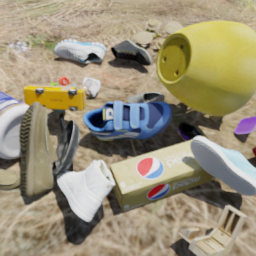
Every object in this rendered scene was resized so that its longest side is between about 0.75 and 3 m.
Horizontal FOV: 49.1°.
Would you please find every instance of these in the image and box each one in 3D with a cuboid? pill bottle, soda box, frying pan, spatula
[{"bbox_3d":[-4.326,-0.364,8.768,2.956,1.710,1.710,25,50,23],"label":"pill bottle"},{"bbox_3d":[1.038,1.230,7.715,2.929,0.938,0.992,-16,46,-14],"label":"soda box"},{"bbox_3d":[-1.890,0.464,8.160,0.419,1.557,2.573,20,1,-22],"label":"frying pan"},{"bbox_3d":[4.577,-0.453,9.796,2.654,0.273,0.750,-29,10,-35],"label":"spatula"}]

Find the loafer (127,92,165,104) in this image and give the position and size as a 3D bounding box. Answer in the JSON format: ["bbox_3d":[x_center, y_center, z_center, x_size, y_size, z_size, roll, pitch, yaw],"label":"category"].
[{"bbox_3d":[0.591,-1.075,10.110,1.454,0.507,0.508,-5,67,26],"label":"loafer"}]

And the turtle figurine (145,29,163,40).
[{"bbox_3d":[1.177,-4.776,14.222,1.060,0.341,0.855,-12,46,-12],"label":"turtle figurine"}]

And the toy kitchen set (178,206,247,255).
[{"bbox_3d":[1.795,2.180,6.197,1.130,1.020,0.922,13,12,-47],"label":"toy kitchen set"}]

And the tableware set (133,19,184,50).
[{"bbox_3d":[1.481,-4.560,13.598,1.897,0.263,2.271,25,64,16],"label":"tableware set"}]

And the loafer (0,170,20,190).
[{"bbox_3d":[-3.677,1.395,7.889,1.342,0.452,0.510,4,45,4],"label":"loafer"}]

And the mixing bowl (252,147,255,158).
[{"bbox_3d":[4.352,0.902,7.888,1.482,1.482,0.803,-2,69,-2],"label":"mixing bowl"}]

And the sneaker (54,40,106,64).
[{"bbox_3d":[-2.160,-3.283,12.397,2.307,0.865,1.000,0,50,0],"label":"sneaker"}]

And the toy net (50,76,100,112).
[{"bbox_3d":[-1.946,-1.418,10.158,0.418,1.136,2.166,5,29,45],"label":"toy net"}]

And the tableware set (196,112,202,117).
[{"bbox_3d":[2.979,-1.881,9.471,2.479,2.967,0.344,-32,40,-19],"label":"tableware set"}]

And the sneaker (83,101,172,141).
[{"bbox_3d":[-0.089,-0.244,8.368,2.832,1.165,1.047,-12,62,26],"label":"sneaker"}]

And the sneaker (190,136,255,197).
[{"bbox_3d":[2.483,0.840,7.182,2.031,0.751,0.832,42,47,-1],"label":"sneaker"}]

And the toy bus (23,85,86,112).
[{"bbox_3d":[-2.294,-0.958,8.882,1.984,0.646,0.777,3,20,9],"label":"toy bus"}]

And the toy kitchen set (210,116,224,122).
[{"bbox_3d":[3.006,-1.190,9.481,1.195,1.325,1.081,33,45,2],"label":"toy kitchen set"}]

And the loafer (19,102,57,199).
[{"bbox_3d":[-2.468,0.601,7.756,0.874,2.592,0.985,4,0,-38],"label":"loafer"}]

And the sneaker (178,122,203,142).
[{"bbox_3d":[2.076,0.316,8.686,0.483,0.690,1.388,-43,63,-12],"label":"sneaker"}]

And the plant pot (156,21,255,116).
[{"bbox_3d":[1.954,-1.753,7.784,1.946,2.741,2.741,3,38,-34],"label":"plant pot"}]

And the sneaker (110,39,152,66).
[{"bbox_3d":[0.113,-3.074,12.062,0.992,0.698,1.868,-31,55,-26],"label":"sneaker"}]

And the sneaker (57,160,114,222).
[{"bbox_3d":[-1.034,1.312,7.102,1.241,0.791,2.147,-52,31,-5],"label":"sneaker"}]
